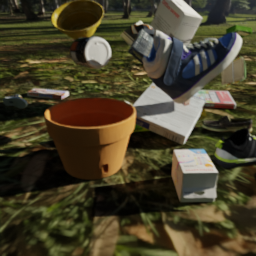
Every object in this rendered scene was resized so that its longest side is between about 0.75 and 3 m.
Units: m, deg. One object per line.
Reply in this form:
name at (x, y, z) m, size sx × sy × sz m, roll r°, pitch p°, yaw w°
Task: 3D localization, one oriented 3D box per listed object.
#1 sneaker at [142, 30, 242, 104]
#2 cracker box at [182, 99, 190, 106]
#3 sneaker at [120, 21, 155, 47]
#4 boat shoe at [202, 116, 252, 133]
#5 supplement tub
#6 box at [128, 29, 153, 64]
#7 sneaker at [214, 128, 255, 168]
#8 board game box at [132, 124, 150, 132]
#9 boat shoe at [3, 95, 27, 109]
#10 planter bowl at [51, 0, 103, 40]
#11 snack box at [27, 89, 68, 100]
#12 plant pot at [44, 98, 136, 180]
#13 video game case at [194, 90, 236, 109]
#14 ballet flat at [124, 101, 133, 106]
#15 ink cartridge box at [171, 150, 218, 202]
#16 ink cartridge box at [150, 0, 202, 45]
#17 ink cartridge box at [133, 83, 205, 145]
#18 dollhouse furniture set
sneaker at (1.727, -2.265, 8.049) m, size 2.782 × 2.037 × 1.121 m, roll -45°, pitch 19°, yaw 3°
cracker box at (1.892, -1.231, 9.615) m, size 0.238 × 0.825 × 0.553 m, roll -19°, pitch 39°, yaw -20°
sneaker at (0.706, -2.989, 9.989) m, size 1.016 × 1.029 × 2.591 m, roll 34°, pitch 17°, yaw -54°
boat shoe at (3.570, -0.178, 10.125) m, size 1.735 × 0.562 × 0.635 m, roll 4°, pitch 24°, yaw 9°
supplement tub at (-1.205, -2.282, 8.469) m, size 0.895 × 0.895 × 1.461 m, roll -12°, pitch 21°, yaw -26°
box at (0.560, -2.478, 8.803) m, size 0.905 × 0.293 × 1.148 m, roll 35°, pitch 49°, yaw -16°
sneaker at (3.512, 0.481, 8.060) m, size 2.352 × 0.974 × 0.843 m, roll -11°, pitch 26°, yaw -25°
board game box at (0.827, -0.331, 10.559) m, size 2.122 × 0.505 × 1.078 m, roll -5°, pitch 24°, yaw -11°
boat shoe at (-4.967, -1.259, 12.703) m, size 1.419 × 0.502 × 0.644 m, roll 10°, pitch 29°, yaw 26°
planter bowl at (-1.719, -3.664, 9.902) m, size 1.826 × 0.760 × 1.826 m, roll -3°, pitch 55°, yaw 4°
snack box at (-4.049, -1.712, 14.112) m, size 1.973 × 0.240 × 0.709 m, roll 7°, pitch 24°, yaw 16°
plant pot at (-0.973, 0.286, 7.658) m, size 2.365 × 1.656 × 2.365 m, roll -1°, pitch 23°, yaw 0°
video game case at (3.428, -1.428, 13.436) m, size 2.964 × 0.259 × 2.119 m, roll 3°, pitch 23°, yaw 8°
ballet flat at (-0.225, -1.006, 12.343) m, size 1.053 × 0.344 × 0.371 m, roll -15°, pitch 27°, yaw -31°
ink cartridge box at (1.573, 1.159, 6.695) m, size 0.823 × 0.802 × 1.281 m, roll -1°, pitch 23°, yaw -3°
ink cartridge box at (1.775, -4.064, 12.031) m, size 1.050 × 2.499 × 1.818 m, roll -2°, pitch 46°, yaw -32°
ink cartridge box at (1.384, -0.613, 9.959) m, size 2.157 × 0.476 × 2.197 m, roll 24°, pitch 46°, yaw 17°
dollhouse furniture set at (3.482, -2.237, 8.878) m, size 0.710 × 1.839 × 0.919 m, roll 1°, pitch -4°, yaw -26°
